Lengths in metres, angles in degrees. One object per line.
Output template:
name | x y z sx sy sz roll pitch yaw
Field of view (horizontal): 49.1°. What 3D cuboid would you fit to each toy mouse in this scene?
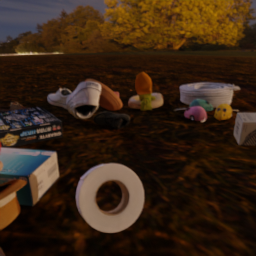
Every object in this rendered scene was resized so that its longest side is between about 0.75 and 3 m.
toy mouse | 2.970 -0.782 11.469 2.363 0.514 2.658 13 24 34

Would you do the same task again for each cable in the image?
cable | 3.750 -1.626 13.571 2.480 0.859 2.480 -15 23 -34

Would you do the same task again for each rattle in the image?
rattle | 0.944 -1.816 12.949 1.591 1.746 2.444 -8 16 37

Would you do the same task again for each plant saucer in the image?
plant saucer | -1.115 -1.314 11.835 1.880 1.880 0.352 18 67 43

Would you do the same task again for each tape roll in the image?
tape roll | -0.313 1.154 4.720 1.120 1.120 0.392 -6 -6 -17

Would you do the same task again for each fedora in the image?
fedora | -2.291 1.393 4.606 1.450 0.592 1.450 -23 7 3

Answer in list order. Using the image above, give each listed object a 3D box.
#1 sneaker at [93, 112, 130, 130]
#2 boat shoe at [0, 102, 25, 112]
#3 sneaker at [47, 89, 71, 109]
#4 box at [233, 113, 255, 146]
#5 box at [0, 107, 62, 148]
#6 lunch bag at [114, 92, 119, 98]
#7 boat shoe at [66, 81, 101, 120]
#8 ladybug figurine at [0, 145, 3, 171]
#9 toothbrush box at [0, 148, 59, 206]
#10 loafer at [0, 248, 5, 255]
sneaker | -0.603 -0.274 10.040 1.332 0.509 0.763 5 12 -1
boat shoe | -4.385 -0.645 10.871 1.901 0.682 0.720 -8 20 -23
sneaker | -3.020 -1.449 13.058 2.319 0.821 0.847 17 25 42
box | 4.344 0.052 8.462 2.049 0.842 0.701 0 28 5
box | -3.548 -0.106 9.437 1.948 0.564 2.450 -12 22 -31
lunch bag | -0.957 -1.493 13.774 0.975 0.454 1.107 1 18 3
boat shoe | -1.711 -0.771 10.219 1.040 0.924 2.828 5 -16 -17
ladybug figurine | -3.095 0.053 3.980 1.049 1.980 2.917 -5 -27 44
toothbrush box | -2.505 0.976 5.982 1.644 0.701 1.204 4 19 10
loafer | -1.707 1.925 3.622 0.419 0.464 1.226 -19 17 -41
